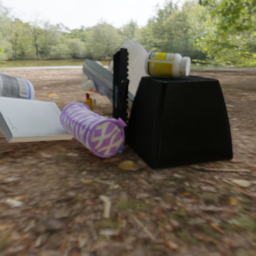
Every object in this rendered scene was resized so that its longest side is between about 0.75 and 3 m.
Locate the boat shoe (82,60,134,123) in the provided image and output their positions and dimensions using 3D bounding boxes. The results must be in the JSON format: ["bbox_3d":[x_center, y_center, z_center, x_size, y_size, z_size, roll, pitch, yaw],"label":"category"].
[{"bbox_3d":[-0.491,-1.020,8.824,2.690,0.863,0.991,41,16,-30],"label":"boat shoe"}]

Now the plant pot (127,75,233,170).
[{"bbox_3d":[1.238,-0.334,7.224,2.189,1.946,2.194,-5,17,-17],"label":"plant pot"}]

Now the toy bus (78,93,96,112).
[{"bbox_3d":[-1.497,-0.570,9.097,0.617,1.193,1.126,-2,29,-20],"label":"toy bus"}]

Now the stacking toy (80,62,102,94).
[{"bbox_3d":[-0.804,-1.530,9.850,1.513,1.106,1.106,26,-2,-36],"label":"stacking toy"}]

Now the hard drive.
[{"bbox_3d":[-2.577,-0.229,7.708,2.062,0.275,1.360,-1,50,-56],"label":"hard drive"}]

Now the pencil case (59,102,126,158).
[{"bbox_3d":[-0.992,-0.056,7.238,0.993,1.012,2.367,37,-7,-36],"label":"pencil case"}]

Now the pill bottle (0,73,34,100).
[{"bbox_3d":[-3.854,-1.012,7.830,1.193,1.193,2.096,13,2,38],"label":"pill bottle"}]

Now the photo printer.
[{"bbox_3d":[0.190,-2.257,11.857,0.903,2.164,2.601,27,-5,36],"label":"photo printer"}]

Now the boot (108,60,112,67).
[{"bbox_3d":[-0.236,-2.220,12.949,1.362,2.069,0.722,15,-29,-22],"label":"boot"}]

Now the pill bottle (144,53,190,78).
[{"bbox_3d":[0.941,-1.492,6.695,1.000,0.562,0.562,10,18,21],"label":"pill bottle"}]

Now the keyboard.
[{"bbox_3d":[-0.165,-0.808,7.326,0.310,2.414,1.450,-1,6,-13],"label":"keyboard"}]
